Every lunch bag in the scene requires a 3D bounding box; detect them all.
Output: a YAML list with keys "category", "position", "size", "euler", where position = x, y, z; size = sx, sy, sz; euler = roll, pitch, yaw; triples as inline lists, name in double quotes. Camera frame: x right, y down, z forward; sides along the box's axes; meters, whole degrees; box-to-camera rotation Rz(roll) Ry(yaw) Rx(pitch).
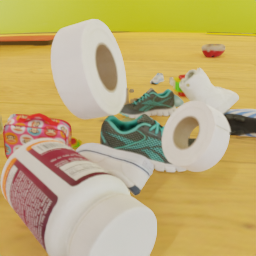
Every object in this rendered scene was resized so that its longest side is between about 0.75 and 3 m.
- category: "lunch bag"
  position: [-2.004, 0.233, 6.226]
  size: [1.437, 1.266, 0.589]
  euler: [8, 33, -2]

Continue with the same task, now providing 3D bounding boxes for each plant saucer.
- category: "plant saucer"
  position: [1.475, -1.144, 11.011]
  size: [1.420, 0.273, 1.420]
  euler: [0, 22, 0]

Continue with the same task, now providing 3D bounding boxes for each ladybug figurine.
- category: "ladybug figurine"
  position: [6.427, -5.852, 21.172]
  size: [1.633, 0.865, 2.406]
  euler: [15, 26, 35]

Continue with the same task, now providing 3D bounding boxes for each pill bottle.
- category: "pill bottle"
  position: [-0.819, 1.143, 4.199]
  size: [1.376, 1.376, 2.409]
  euler: [-19, 29, -37]

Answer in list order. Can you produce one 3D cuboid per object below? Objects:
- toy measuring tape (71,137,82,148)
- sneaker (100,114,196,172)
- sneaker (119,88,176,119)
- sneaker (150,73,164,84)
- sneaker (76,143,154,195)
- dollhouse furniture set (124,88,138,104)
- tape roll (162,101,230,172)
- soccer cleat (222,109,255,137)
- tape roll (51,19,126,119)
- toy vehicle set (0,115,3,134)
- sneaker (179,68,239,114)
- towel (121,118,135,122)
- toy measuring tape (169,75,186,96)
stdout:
- category: "toy measuring tape"
  position: [-1.616, 0.410, 7.355]
  size: [0.798, 0.294, 0.294]
  euler: [-11, 26, -23]
- category: "sneaker"
  position: [0.553, 0.268, 6.442]
  size: [2.675, 1.220, 1.038]
  euler: [1, 25, 6]
- category: "sneaker"
  position: [0.647, -0.892, 9.548]
  size: [2.093, 0.955, 0.812]
  euler: [-7, 23, -14]
- category: "sneaker"
  position: [1.417, -2.461, 13.829]
  size: [0.406, 0.470, 1.084]
  euler: [14, 28, 27]
- category: "sneaker"
  position: [-0.499, 0.832, 5.720]
  size: [2.136, 0.780, 0.756]
  euler: [2, 51, 46]
- category: "dollhouse furniture set"
  position: [-0.192, -1.163, 10.547]
  size: [1.123, 0.582, 0.497]
  euler: [-1, -3, -20]
- category: "tape roll"
  position: [1.201, 0.150, 5.139]
  size: [0.440, 1.258, 1.258]
  euler: [23, 10, -32]
- category: "soccer cleat"
  position: [3.884, -0.133, 7.808]
  size: [2.596, 0.907, 1.121]
  euler: [13, 29, 28]
- category: "tape roll"
  position: [-0.776, -1.268, 6.301]
  size: [0.746, 2.134, 2.134]
  euler: [-8, 19, 22]
- category: "toy vehicle set"
  position: [-3.720, -0.768, 7.407]
  size: [0.268, 2.024, 1.257]
  euler: [-9, 10, -14]
- category: "sneaker"
  position: [2.538, -1.226, 8.787]
  size: [1.025, 1.607, 2.781]
  euler: [-35, -4, 30]
- category: "towel"
  position: [0.195, 0.012, 8.344]
  size: [1.355, 0.247, 1.005]
  euler: [11, 25, 26]
- category: "toy measuring tape"
  position: [2.393, -1.922, 12.164]
  size: [0.940, 0.940, 2.555]
  euler: [0, 16, 0]
